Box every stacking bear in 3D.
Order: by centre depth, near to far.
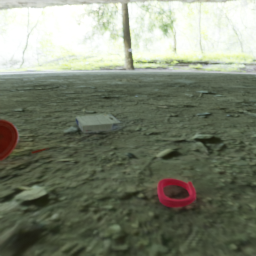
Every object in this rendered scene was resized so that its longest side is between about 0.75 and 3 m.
[{"bbox_3d":[-4.810,0.352,10.529,1.305,1.394,2.295,-38,12,-19],"label":"stacking bear"}]

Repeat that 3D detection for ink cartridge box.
[{"bbox_3d":[-1.559,-0.256,14.357,1.947,0.422,1.912,-4,16,-20],"label":"ink cartridge box"}]

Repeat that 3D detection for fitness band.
[{"bbox_3d":[1.313,1.759,7.682,0.996,0.260,1.387,-2,15,3],"label":"fitness band"}]

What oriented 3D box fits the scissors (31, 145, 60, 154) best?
[{"bbox_3d":[-3.136,0.811,10.652,1.139,0.079,0.417,-13,1,20],"label":"scissors"}]
